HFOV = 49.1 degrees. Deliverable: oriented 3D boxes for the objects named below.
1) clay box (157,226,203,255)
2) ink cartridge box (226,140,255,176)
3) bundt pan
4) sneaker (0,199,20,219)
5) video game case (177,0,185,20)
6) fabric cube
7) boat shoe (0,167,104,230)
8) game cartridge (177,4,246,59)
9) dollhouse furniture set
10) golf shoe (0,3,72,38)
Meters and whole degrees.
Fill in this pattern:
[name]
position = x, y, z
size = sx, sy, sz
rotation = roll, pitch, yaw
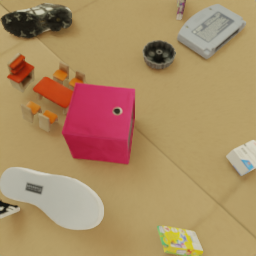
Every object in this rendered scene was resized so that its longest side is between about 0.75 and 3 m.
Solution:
[clay box]
position = 1.048, 2.389, 5.914
size = 0.948, 0.226, 0.545
rotation = 15, 24, -16
[ink cartridge box]
position = 2.994, 0.737, 6.996
size = 0.837, 0.353, 0.611
rotation = -17, 61, -29
[bundt pan]
position = 0.952, -2.246, 8.779
size = 1.033, 0.388, 1.033
rotation = 0, 61, -1
[sneaker]
position = -2.771, 1.687, 6.159
size = 0.358, 0.980, 0.548
rotation = -22, 83, 9
[video game case]
position = 1.858, -4.519, 9.718
size = 0.196, 0.994, 1.097
rotation = 6, 61, 3
[fabric cube]
position = -0.625, -0.085, 6.932
size = 1.474, 1.478, 1.450
rotation = 7, 62, 4
[boat shoe]
position = -1.502, 1.346, 5.762
size = 2.557, 0.724, 0.878
rotation = 13, 82, 27
[game cartridge]
position = 2.737, -3.304, 9.382
size = 2.166, 0.450, 1.442
rotation = -40, 64, -20
[dollhouse furniture set]
position = -2.293, -1.144, 7.588
size = 1.836, 0.956, 1.856
rotation = 28, 58, 4
[golf shoe]
position = -3.028, -3.661, 9.437
size = 2.304, 0.896, 1.089
rotation = -5, 42, -4
